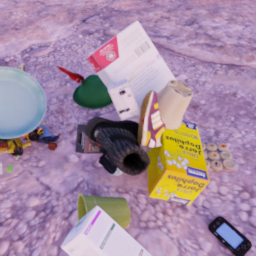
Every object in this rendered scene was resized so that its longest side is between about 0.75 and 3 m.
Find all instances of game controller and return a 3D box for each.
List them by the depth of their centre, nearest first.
[{"bbox_3d":[2.931,3.143,8.125,0.636,0.257,1.219,-27,47,-27],"label":"game controller"}]

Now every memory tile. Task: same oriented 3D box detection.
[{"bbox_3d":[3.002,1.043,10.583,1.840,0.154,1.410,2,42,1],"label":"memory tile"}]

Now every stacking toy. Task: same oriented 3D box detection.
[{"bbox_3d":[-4.308,1.248,8.490,1.213,1.609,0.378,-4,84,-8],"label":"stacking toy"}]

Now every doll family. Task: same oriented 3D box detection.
[{"bbox_3d":[-3.893,0.414,10.661,2.718,1.067,1.571,-23,41,-28],"label":"doll family"}]

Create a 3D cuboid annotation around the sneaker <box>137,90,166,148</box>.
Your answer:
[{"bbox_3d":[0.802,-0.272,8.715,0.790,1.754,0.657,9,3,-17],"label":"sneaker"}]

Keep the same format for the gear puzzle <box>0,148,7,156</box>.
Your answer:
[{"bbox_3d":[-4.279,0.826,8.818,0.736,1.421,0.186,-18,86,-47],"label":"gear puzzle"}]

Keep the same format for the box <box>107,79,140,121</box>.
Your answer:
[{"bbox_3d":[-0.130,-0.877,8.779,0.681,1.167,0.351,-21,33,3],"label":"box"}]

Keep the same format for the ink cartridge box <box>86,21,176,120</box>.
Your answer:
[{"bbox_3d":[0.190,-2.063,10.494,2.153,2.917,1.249,-39,17,-13],"label":"ink cartridge box"}]

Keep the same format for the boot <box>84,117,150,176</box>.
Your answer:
[{"bbox_3d":[0.110,0.595,8.874,2.723,1.025,2.036,5,23,-47],"label":"boot"}]

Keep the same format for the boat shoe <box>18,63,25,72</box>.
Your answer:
[{"bbox_3d":[-5.860,-3.263,15.354,0.323,0.345,0.935,-12,33,-10],"label":"boat shoe"}]

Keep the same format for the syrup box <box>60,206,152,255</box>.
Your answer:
[{"bbox_3d":[-0.295,2.918,6.266,2.232,0.879,0.909,43,34,-1],"label":"syrup box"}]

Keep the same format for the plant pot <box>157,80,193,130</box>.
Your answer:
[{"bbox_3d":[1.454,-0.846,9.256,1.349,1.235,1.349,16,41,-15],"label":"plant pot"}]

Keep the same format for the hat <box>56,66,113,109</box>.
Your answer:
[{"bbox_3d":[-1.610,-2.358,12.773,2.211,2.349,2.669,5,42,6],"label":"hat"}]

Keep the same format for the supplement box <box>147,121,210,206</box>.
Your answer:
[{"bbox_3d":[1.544,1.011,9.395,1.428,1.437,2.624,15,40,-11],"label":"supplement box"}]

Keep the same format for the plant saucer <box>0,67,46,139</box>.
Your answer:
[{"bbox_3d":[-4.354,-0.857,10.002,2.742,0.493,2.742,9,68,-22],"label":"plant saucer"}]

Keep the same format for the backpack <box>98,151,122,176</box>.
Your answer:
[{"bbox_3d":[-0.488,1.175,9.307,0.707,0.750,0.920,26,12,-33],"label":"backpack"}]

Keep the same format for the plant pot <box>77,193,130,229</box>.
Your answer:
[{"bbox_3d":[-0.690,2.550,8.160,1.341,1.413,1.413,-1,40,-22],"label":"plant pot"}]

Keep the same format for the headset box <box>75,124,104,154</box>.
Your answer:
[{"bbox_3d":[-1.229,0.383,9.544,0.491,0.973,1.309,5,-1,39],"label":"headset box"}]
